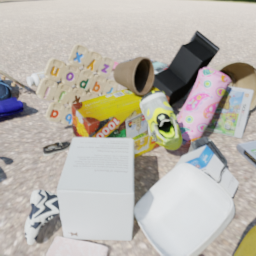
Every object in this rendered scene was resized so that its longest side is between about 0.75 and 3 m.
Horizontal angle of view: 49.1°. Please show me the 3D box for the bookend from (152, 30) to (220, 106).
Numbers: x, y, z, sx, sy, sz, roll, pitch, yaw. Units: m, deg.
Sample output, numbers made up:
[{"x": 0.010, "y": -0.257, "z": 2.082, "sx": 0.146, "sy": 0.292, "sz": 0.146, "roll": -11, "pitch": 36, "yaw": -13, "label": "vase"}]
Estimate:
[{"x": 1.971, "y": -2.256, "z": 11.775, "sx": 1.332, "sy": 2.873, "sz": 2.891, "roll": 44, "pitch": 47, "yaw": 13, "label": "bookend"}]

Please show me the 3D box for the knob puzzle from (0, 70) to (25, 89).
[{"x": -5.628, "y": -2.322, "z": 12.563, "sx": 2.267, "sy": 2.267, "sz": 0.314, "roll": 28, "pitch": 82, "yaw": 37, "label": "knob puzzle"}]

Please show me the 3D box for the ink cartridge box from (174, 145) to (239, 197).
[{"x": 2.046, "y": 1.251, "z": 7.363, "sx": 1.349, "sy": 0.976, "sz": 0.568, "roll": 48, "pitch": 51, "yaw": -4, "label": "ink cartridge box"}]

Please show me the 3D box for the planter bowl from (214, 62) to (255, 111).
[{"x": 4.269, "y": -1.734, "z": 11.982, "sx": 2.277, "sy": 2.277, "sz": 1.533, "roll": -3, "pitch": 18, "yaw": -4, "label": "planter bowl"}]

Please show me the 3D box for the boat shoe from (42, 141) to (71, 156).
[{"x": -2.473, "y": 0.649, "z": 9.702, "sx": 1.014, "sy": 0.306, "sz": 0.374, "roll": -19, "pitch": 36, "yaw": -28, "label": "boat shoe"}]

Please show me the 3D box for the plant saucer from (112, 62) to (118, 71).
[{"x": -0.909, "y": -3.659, "z": 16.715, "sx": 0.757, "sy": 0.192, "sz": 0.757, "roll": -9, "pitch": 44, "yaw": 9, "label": "plant saucer"}]

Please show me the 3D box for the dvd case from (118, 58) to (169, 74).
[{"x": 1.018, "y": -3.633, "z": 16.717, "sx": 2.066, "sy": 0.311, "sz": 2.830, "roll": -27, "pitch": 40, "yaw": -37, "label": "dvd case"}]

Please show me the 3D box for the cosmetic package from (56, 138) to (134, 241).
[{"x": -0.692, "y": 1.463, "z": 7.006, "sx": 1.657, "sy": 1.668, "sz": 1.993, "roll": 2, "pitch": 33, "yaw": 0, "label": "cosmetic package"}]

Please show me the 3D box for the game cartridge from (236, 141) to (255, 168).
[{"x": 4.659, "y": 1.026, "z": 9.052, "sx": 1.337, "sy": 0.406, "sz": 2.005, "roll": -6, "pitch": 32, "yaw": -17, "label": "game cartridge"}]

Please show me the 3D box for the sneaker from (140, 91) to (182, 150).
[{"x": 0.984, "y": 0.088, "z": 7.723, "sx": 0.947, "sy": 2.511, "sz": 0.959, "roll": -26, "pitch": 53, "yaw": 10, "label": "sneaker"}]

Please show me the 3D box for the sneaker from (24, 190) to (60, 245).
[{"x": -1.902, "y": 2.083, "z": 6.541, "sx": 0.806, "sy": 1.239, "sz": 0.495, "roll": 12, "pitch": -11, "yaw": -35, "label": "sneaker"}]

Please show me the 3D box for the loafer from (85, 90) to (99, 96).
[{"x": -1.532, "y": -1.334, "z": 12.113, "sx": 1.638, "sy": 0.570, "sz": 0.616, "roll": 28, "pitch": 79, "yaw": 11, "label": "loafer"}]

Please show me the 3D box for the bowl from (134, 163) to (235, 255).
[{"x": 1.320, "y": 1.991, "z": 6.494, "sx": 1.975, "sy": 0.738, "sz": 1.978, "roll": -43, "pitch": 34, "yaw": -4, "label": "bowl"}]

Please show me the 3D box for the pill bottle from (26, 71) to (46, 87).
[{"x": -4.313, "y": -2.428, "z": 13.909, "sx": 1.318, "sy": 0.687, "sz": 0.687, "roll": -23, "pitch": 38, "yaw": -35, "label": "pill bottle"}]

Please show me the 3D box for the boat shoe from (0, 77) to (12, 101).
[{"x": -6.513, "y": -2.107, "z": 13.281, "sx": 1.181, "sy": 0.964, "sz": 2.808, "roll": -37, "pitch": 55, "yaw": -27, "label": "boat shoe"}]

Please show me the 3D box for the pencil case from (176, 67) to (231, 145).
[{"x": 2.423, "y": -0.708, "z": 9.643, "sx": 1.176, "sy": 2.689, "sz": 1.176, "roll": 27, "pitch": 9, "yaw": -4, "label": "pencil case"}]

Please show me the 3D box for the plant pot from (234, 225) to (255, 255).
[{"x": 3.267, "y": 2.656, "z": 3.969, "sx": 2.811, "sy": 2.875, "sz": 2.792, "roll": 3, "pitch": 31, "yaw": 3, "label": "plant pot"}]

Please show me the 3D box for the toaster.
[{"x": 2.327, "y": 1.008, "z": 8.338, "sx": 0.768, "sy": 0.873, "sz": 1.352, "roll": -18, "pitch": 56, "yaw": -22, "label": "toaster"}]

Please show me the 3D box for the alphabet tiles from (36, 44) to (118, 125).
[{"x": -1.758, "y": -1.438, "z": 10.283, "sx": 2.975, "sy": 2.910, "sz": 0.217, "roll": 14, "pitch": 17, "yaw": -42, "label": "alphabet tiles"}]

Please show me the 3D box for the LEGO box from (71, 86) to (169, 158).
[{"x": -0.269, "y": 0.018, "z": 8.876, "sx": 2.860, "sy": 2.130, "sz": 1.104, "roll": -21, "pitch": 46, "yaw": -29, "label": "LEGO box"}]

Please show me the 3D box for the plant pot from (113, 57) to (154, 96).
[{"x": 0.110, "y": -1.596, "z": 8.503, "sx": 0.978, "sy": 1.121, "sz": 1.121, "roll": 14, "pitch": 33, "yaw": 37, "label": "plant pot"}]

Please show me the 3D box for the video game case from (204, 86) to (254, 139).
[{"x": 3.381, "y": -0.667, "z": 10.396, "sx": 2.004, "sy": 1.824, "sz": 0.221, "roll": 14, "pitch": 24, "yaw": 21, "label": "video game case"}]

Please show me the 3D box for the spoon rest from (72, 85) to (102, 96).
[{"x": -1.644, "y": -1.931, "z": 13.284, "sx": 2.146, "sy": 1.066, "sz": 0.651, "roll": 20, "pitch": 10, "yaw": 31, "label": "spoon rest"}]

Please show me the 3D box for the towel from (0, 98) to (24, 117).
[{"x": -5.542, "y": -0.666, "z": 11.550, "sx": 2.234, "sy": 0.553, "sz": 1.650, "roll": -20, "pitch": 21, "yaw": -26, "label": "towel"}]

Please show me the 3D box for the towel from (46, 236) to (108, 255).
[{"x": -1.220, "y": 3.009, "z": 5.935, "sx": 1.301, "sy": 0.220, "sz": 1.362, "roll": 7, "pitch": 32, "yaw": 12, "label": "towel"}]
